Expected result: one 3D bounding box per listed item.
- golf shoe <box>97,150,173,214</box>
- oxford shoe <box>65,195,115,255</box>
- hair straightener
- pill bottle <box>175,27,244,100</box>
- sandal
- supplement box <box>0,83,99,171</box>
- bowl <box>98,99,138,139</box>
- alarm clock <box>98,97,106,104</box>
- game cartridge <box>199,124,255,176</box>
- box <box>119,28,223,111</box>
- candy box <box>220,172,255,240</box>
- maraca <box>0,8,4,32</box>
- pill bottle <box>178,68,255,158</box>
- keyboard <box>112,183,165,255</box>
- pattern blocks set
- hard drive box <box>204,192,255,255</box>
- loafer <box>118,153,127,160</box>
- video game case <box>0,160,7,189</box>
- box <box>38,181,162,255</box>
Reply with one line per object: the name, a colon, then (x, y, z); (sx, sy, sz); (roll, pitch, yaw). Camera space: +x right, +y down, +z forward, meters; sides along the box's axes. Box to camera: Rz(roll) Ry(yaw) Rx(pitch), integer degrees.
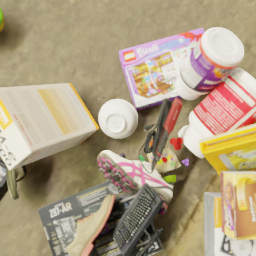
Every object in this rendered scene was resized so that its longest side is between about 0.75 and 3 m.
golf shoe: (0.203, 1.285, 7.556); (2.299, 0.835, 1.059); (39, 52, -8)
oxford shoe: (-0.964, 2.508, 7.312); (0.700, 0.659, 1.871); (28, 73, 9)
hair straightener: (0.757, 0.174, 7.237); (0.783, 0.416, 2.034); (9, 78, 46)
pill bottle: (2.003, -1.558, 7.380); (1.095, 1.966, 1.095); (7, 64, -14)
sandal: (-3.053, 0.820, 7.970); (0.678, 0.944, 2.378); (7, 75, -23)
supplement box: (-2.219, -0.179, 7.404); (0.989, 2.689, 1.694); (-36, 82, 29)
bowl: (-0.339, -0.199, 8.141); (1.215, 0.546, 1.215); (2, 105, 8)
alarm clock: (-0.457, -0.509, 8.524); (1.154, 0.384, 0.778); (45, 77, -10)
game cartridge: (3.335, 0.670, 7.042); (2.387, 2.708, 0.439); (-19, 55, 24)
box: (1.302, -1.834, 8.792); (2.781, 0.544, 1.903); (-16, 81, -3)
candy box: (3.687, 1.875, 6.957); (2.656, 0.750, 1.550); (0, 85, -6)
maraca: (-4.781, -3.529, 8.874); (1.979, 1.058, 1.357); (24, 92, 17)
pill bottle: (2.565, -0.323, 7.625); (1.344, 1.344, 2.395); (46, 109, 7)
keyboard: (0.305, 2.450, 6.955); (1.216, 0.197, 1.914); (43, 113, 37)
pattern blocks set: (1.020, 0.937, 8.022); (1.521, 0.123, 1.337); (-13, 96, 34)
hard drive box: (3.378, 2.763, 7.767); (2.329, 0.894, 1.815); (1, 83, -2)
loafer: (-0.095, 0.998, 8.134); (0.293, 0.931, 0.335); (-40, 58, -6)
video game case: (-5.009, 1.473, 8.076); (2.433, 0.310, 2.199); (34, 81, -8)
box: (-0.784, 2.828, 7.947); (2.873, 0.625, 2.301); (-22, 81, -4)
